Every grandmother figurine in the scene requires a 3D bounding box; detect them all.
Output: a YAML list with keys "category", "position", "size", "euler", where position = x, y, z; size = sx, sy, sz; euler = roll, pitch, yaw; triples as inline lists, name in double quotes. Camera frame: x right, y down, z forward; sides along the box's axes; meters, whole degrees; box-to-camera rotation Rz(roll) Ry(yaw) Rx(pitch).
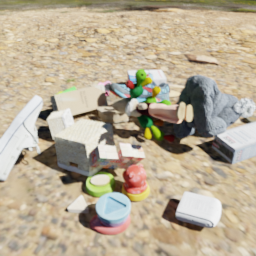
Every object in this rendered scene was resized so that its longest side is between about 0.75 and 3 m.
- category: "grandmother figurine"
  position: [0.692, -0.481, 7.768]
  size: [2.004, 0.607, 1.215]
  euler: [7, -11, 43]

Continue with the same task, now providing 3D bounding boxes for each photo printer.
- category: "photo printer"
  position: [1.878, 2.152, 7.362]
  size: [1.055, 0.366, 0.878]
  euler: [8, 32, 25]

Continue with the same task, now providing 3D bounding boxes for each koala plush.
- category: "koala plush"
  position: [3.237, -0.722, 10.336]
  size: [2.474, 2.273, 2.194]
  euler: [3, -4, -25]

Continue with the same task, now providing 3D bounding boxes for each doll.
- category: "doll"
  position: [1.118, -0.750, 11.722]
  size: [1.501, 1.024, 0.364]
  euler: [11, -20, -34]

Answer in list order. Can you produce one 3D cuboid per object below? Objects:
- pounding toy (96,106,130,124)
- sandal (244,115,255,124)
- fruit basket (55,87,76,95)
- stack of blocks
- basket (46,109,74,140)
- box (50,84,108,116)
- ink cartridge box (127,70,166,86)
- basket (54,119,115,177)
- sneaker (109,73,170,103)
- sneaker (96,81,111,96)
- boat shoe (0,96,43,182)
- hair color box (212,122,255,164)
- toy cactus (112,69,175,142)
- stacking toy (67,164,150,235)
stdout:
- category: "pounding toy"
  position: [-0.423, -0.884, 11.770]
  size: [1.805, 1.036, 1.032]
  euler: [-7, 30, -7]
- category: "sandal"
  position: [5.752, -0.369, 11.489]
  size: [1.839, 0.497, 0.739]
  euler: [9, 33, 14]
- category: "fruit basket"
  position: [-2.956, -1.440, 12.981]
  size: [1.210, 0.873, 1.210]
  euler: [11, 42, -10]
- category: "stack of blocks"
  position: [-0.329, 0.813, 8.037]
  size: [1.405, 0.809, 0.411]
  euler: [9, 53, -35]
- category: "basket"
  position: [-2.517, -0.141, 10.561]
  size: [0.739, 0.919, 0.910]
  euler: [-9, 22, 5]
- category: "box"
  position: [-2.077, -1.135, 12.004]
  size: [2.202, 1.046, 0.856]
  euler: [-19, 10, -25]
- category: "ink cartridge box"
  position: [0.930, -2.403, 14.440]
  size: [1.829, 0.770, 1.322]
  euler: [-3, 32, -5]
- category: "basket"
  position: [-1.391, 0.596, 9.114]
  size: [1.494, 1.212, 1.507]
  euler: [11, 31, 32]
- category: "sneaker"
  position: [0.535, -1.740, 12.102]
  size: [2.893, 1.382, 1.147]
  euler: [8, 12, -30]
- category: "sneaker"
  position: [-1.133, -1.849, 13.760]
  size: [0.727, 0.602, 1.524]
  euler: [52, 25, 1]
- category: "boat shoe"
  position: [-3.308, 0.413, 8.888]
  size: [2.880, 1.228, 1.064]
  euler: [-61, 20, -16]
- category: "hair color box"
  position: [4.211, 0.480, 10.005]
  size: [2.137, 0.648, 1.058]
  euler: [-14, 35, -22]
- category: "toy cactus"
  position: [0.434, -0.656, 10.118]
  size: [2.409, 2.920, 1.493]
  euler: [6, 50, 39]
- category: "stacking toy"
  position: [-0.543, 1.720, 7.752]
  size: [1.909, 0.891, 2.109]
  euler: [13, 36, 21]
